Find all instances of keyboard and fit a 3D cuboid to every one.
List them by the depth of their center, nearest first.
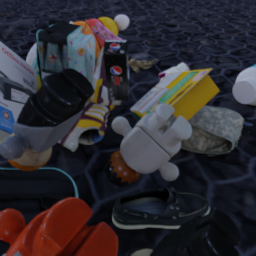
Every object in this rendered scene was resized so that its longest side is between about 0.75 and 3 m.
[{"bbox_3d":[3.566,-0.030,8.639,1.632,0.209,0.980,23,34,31],"label":"keyboard"}]

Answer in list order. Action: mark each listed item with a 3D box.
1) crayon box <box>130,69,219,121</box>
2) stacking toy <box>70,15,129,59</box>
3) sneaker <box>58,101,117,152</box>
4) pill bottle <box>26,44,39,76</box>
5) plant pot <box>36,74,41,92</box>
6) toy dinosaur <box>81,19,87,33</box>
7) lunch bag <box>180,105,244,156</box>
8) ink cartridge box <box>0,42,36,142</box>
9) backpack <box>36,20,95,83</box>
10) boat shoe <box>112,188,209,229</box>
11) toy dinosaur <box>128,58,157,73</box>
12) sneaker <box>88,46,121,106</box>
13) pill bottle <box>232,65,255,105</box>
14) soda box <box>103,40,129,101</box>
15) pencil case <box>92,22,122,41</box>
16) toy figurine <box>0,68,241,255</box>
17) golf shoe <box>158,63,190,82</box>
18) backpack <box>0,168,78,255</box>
[{"bbox_3d":[1.114,-0.662,7.203,1.704,0.699,2.711,-42,13,-2],"label":"crayon box"},{"bbox_3d":[-0.870,-3.261,9.663,2.071,1.513,1.513,-27,39,-6],"label":"stacking toy"},{"bbox_3d":[-1.048,-0.183,8.295,1.309,1.089,2.906,46,40,12],"label":"sneaker"},{"bbox_3d":[-2.115,-1.862,9.397,2.325,1.288,1.288,38,40,-2],"label":"pill bottle"},{"bbox_3d":[-3.408,-0.824,8.795,1.520,1.520,1.430,5,50,7],"label":"plant pot"},{"bbox_3d":[-1.597,-2.575,8.025,1.635,0.494,0.868,-25,25,23],"label":"toy dinosaur"},{"bbox_3d":[2.261,0.057,7.807,1.692,0.995,1.388,14,36,27],"label":"lunch bag"},{"bbox_3d":[-3.136,-0.758,7.041,0.957,1.643,2.272,-13,69,13],"label":"ink cartridge box"},{"bbox_3d":[-1.587,-1.642,7.275,1.421,1.854,1.630,13,31,-5],"label":"backpack"},{"bbox_3d":[0.713,1.579,5.837,2.108,0.699,0.788,-2,35,-2],"label":"boat shoe"},{"bbox_3d":[0.287,-2.848,12.562,2.158,0.628,1.091,2,18,-11],"label":"toy dinosaur"},{"bbox_3d":[-0.526,-1.557,8.516,1.032,0.858,2.290,13,55,-5],"label":"sneaker"},{"bbox_3d":[4.736,-1.618,9.927,2.400,1.330,1.330,-25,42,-32],"label":"pill bottle"},{"bbox_3d":[-0.262,-1.338,6.763,0.548,1.549,0.491,1,55,3],"label":"soda box"},{"bbox_3d":[-0.605,-2.637,8.018,0.922,0.399,0.382,39,67,7],"label":"pencil case"},{"bbox_3d":[-0.350,0.978,3.989,2.997,2.085,2.951,12,45,-34],"label":"toy figurine"},{"bbox_3d":[1.875,-1.450,10.158,1.280,1.053,2.796,-13,30,1],"label":"golf shoe"},{"bbox_3d":[-1.890,1.688,4.753,2.241,1.718,1.970,-8,38,0],"label":"backpack"}]
